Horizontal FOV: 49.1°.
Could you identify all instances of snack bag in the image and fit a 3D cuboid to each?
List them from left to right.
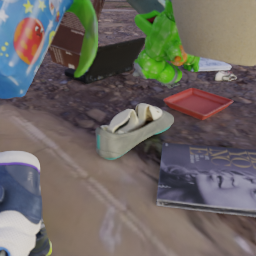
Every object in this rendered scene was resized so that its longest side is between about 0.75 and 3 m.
[{"bbox_3d":[3.134,-2.768,11.948,1.771,0.201,1.878,-7,30,-14],"label":"snack bag"}]

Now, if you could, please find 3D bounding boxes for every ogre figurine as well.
[{"bbox_3d":[0.841,-1.463,4.464,1.336,1.094,2.229,-19,-7,-36],"label":"ogre figurine"}]

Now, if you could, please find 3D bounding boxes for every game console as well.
[{"bbox_3d":[-0.890,-2.656,10.465,2.146,1.420,2.440,25,37,38],"label":"game console"}]

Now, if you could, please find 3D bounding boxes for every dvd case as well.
[{"bbox_3d":[1.821,0.894,5.232,2.457,0.196,1.827,5,29,8],"label":"dvd case"}]

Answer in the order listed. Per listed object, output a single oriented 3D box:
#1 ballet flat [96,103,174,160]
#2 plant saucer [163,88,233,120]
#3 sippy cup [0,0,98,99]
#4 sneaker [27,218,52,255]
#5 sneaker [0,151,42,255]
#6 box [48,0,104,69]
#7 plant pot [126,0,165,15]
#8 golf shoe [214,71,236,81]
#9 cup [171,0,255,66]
[{"bbox_3d":[0.266,-0.128,6.429,0.857,0.810,2.544,15,31,38],"label":"ballet flat"},{"bbox_3d":[2.002,-0.690,8.068,1.447,0.266,1.444,-25,37,-36],"label":"plant saucer"},{"bbox_3d":[-1.623,-1.351,3.247,2.398,1.883,1.757,10,74,4],"label":"sippy cup"},{"bbox_3d":[-1.390,1.417,4.011,0.403,0.442,1.092,-16,32,-26],"label":"sneaker"},{"bbox_3d":[-2.152,1.345,3.683,2.238,0.902,1.639,-20,50,14],"label":"sneaker"},{"bbox_3d":[-1.149,-2.637,6.628,0.840,2.242,1.123,15,-10,-6],"label":"box"},{"bbox_3d":[1.169,-3.433,6.803,2.246,2.240,2.288,35,-1,-29],"label":"plant pot"},{"bbox_3d":[3.524,-1.869,10.174,0.879,0.339,0.387,-13,38,-21],"label":"golf shoe"},{"bbox_3d":[1.024,-1.194,2.777,1.432,1.024,1.432,9,19,-3],"label":"cup"}]
